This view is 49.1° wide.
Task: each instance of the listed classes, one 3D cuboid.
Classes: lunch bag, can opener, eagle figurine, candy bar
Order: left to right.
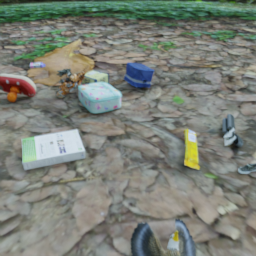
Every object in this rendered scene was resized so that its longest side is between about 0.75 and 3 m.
[{"bbox_3d":[-1.324,-1.502,13.166,1.702,0.818,2.123,-15,35,-23],"label":"lunch bag"},{"bbox_3d":[0.577,-2.716,14.903,1.141,1.111,1.679,0,26,-27],"label":"lunch bag"},{"bbox_3d":[0.883,2.801,6.073,1.400,1.393,1.845,43,-1,-5],"label":"eagle figurine"},{"bbox_3d":[2.250,0.696,10.051,0.545,0.242,2.185,20,33,-3],"label":"candy bar"},{"bbox_3d":[3.999,0.142,10.916,0.654,0.518,1.967,35,33,-10],"label":"can opener"}]

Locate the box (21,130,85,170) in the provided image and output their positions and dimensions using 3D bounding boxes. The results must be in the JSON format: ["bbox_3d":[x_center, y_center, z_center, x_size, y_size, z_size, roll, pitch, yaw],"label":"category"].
[{"bbox_3d":[-2.678,0.730,9.960,2.064,0.375,1.490,-9,32,-16],"label":"box"}]

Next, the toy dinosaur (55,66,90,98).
[{"bbox_3d":[-2.815,-2.354,14.254,2.155,1.101,1.463,-26,38,-23],"label":"toy dinosaur"}]

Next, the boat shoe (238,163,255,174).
[{"bbox_3d":[3.940,1.283,9.119,0.780,0.277,0.281,-10,33,-16],"label":"boat shoe"}]

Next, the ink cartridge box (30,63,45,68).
[{"bbox_3d":[-5.791,-4.010,17.902,0.905,0.190,0.540,-5,32,-11],"label":"ink cartridge box"}]

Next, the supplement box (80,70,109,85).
[{"bbox_3d":[-1.754,-2.467,14.823,1.090,0.732,1.089,20,37,29],"label":"supplement box"}]

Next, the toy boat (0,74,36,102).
[{"bbox_3d":[-5.448,-1.796,13.496,1.879,1.226,1.228,7,66,-2],"label":"toy boat"}]
